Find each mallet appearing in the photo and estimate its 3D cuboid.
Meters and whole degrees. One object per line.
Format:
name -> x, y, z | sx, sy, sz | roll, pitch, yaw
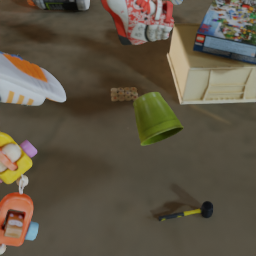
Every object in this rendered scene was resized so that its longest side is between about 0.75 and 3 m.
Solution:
mallet -> 1.150, 1.720, 5.545 | 1.081, 0.356, 0.222 | -16, 46, 5

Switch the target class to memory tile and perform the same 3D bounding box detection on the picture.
memory tile -> -0.110, -1.003, 8.261 | 0.785, 0.066, 0.601 | -3, 46, -3

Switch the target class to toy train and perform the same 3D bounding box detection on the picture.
toy train -> -1.945, 0.722, 3.420 | 2.063, 0.574, 1.550 | 26, 82, -23

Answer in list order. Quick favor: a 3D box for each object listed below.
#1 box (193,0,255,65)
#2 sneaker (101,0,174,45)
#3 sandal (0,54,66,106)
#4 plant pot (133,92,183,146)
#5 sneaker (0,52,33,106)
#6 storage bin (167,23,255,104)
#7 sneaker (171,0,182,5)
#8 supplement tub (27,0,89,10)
box -> 3.251, -2.963, 8.163 | 2.031, 0.560, 2.973 | 17, 47, 15
sneaker -> 0.231, -2.419, 5.391 | 1.212, 2.260, 0.755 | -2, 73, 13
sandal -> -2.188, -0.856, 4.784 | 2.276, 0.652, 0.872 | 20, 28, -34
plant pot -> 0.454, -0.192, 4.873 | 0.782, 0.782, 0.753 | -17, 76, -16
sneaker -> -3.556, -1.632, 7.748 | 2.606, 1.023, 1.162 | 35, 23, -25
storage bin -> 2.706, -2.041, 8.494 | 2.567, 1.212, 2.585 | -1, 45, -3
sneaker -> 1.410, -3.846, 7.754 | 0.491, 1.298, 0.682 | -16, 60, 4
supplement tub -> -2.987, -5.876, 11.983 | 2.528, 1.549, 1.549 | 1, 46, 0
